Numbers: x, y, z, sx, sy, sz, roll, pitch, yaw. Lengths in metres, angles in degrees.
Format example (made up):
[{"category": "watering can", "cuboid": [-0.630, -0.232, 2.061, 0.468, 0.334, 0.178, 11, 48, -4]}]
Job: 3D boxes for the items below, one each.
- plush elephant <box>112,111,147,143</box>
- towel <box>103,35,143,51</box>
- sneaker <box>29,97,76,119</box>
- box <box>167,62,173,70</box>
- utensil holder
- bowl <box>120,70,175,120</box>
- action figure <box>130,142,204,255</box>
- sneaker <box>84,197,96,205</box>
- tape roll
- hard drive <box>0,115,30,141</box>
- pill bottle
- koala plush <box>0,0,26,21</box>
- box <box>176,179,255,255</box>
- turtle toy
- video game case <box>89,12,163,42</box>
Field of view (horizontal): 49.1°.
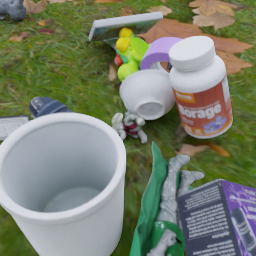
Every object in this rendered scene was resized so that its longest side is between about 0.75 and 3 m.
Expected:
[{"category": "plush elephant", "cuboid": [-0.059, -0.001, 6.769, 0.703, 0.748, 0.908, -28, 49, -17]}, {"category": "towel", "cuboid": [-0.298, -3.249, 10.213, 1.139, 0.234, 1.527, -25, 49, -25]}, {"category": "sneaker", "cuboid": [-1.968, 0.094, 6.384, 1.377, 0.724, 1.905, 37, 50, 6]}, {"category": "box", "cuboid": [1.673, -1.971, 8.514, 0.823, 0.609, 0.430, 30, 48, 23]}, {"category": "utensil holder", "cuboid": [-0.946, 1.134, 4.642, 1.836, 2.160, 1.836, 0, 47, 0]}, {"category": "bowl", "cuboid": [0.534, -0.670, 6.914, 1.490, 1.490, 0.670, -1, 55, -1]}, {"category": "action figure", "cuboid": [0.634, 1.920, 4.517, 0.819, 1.769, 2.995, -12, 47, 40]}, {"category": "sneaker", "cuboid": [-0.690, 1.641, 4.865, 0.492, 0.523, 1.277, 43, 42, 0]}, {"category": "tape roll", "cuboid": [1.225, -1.535, 7.436, 1.748, 1.748, 0.574, 20, 65, 18]}, {"category": "hard drive", "cuboid": [-2.804, 0.000, 6.821, 0.850, 0.594, 0.161, -4, 28, -6]}, {"category": "pill bottle", "cuboid": [1.547, -0.835, 6.035, 1.147, 2.045, 1.147, -16, 39, 13]}, {"category": "koala plush", "cuboid": [-4.800, -4.783, 11.098, 1.201, 1.065, 1.104, 1, 57, -5]}, {"category": "box", "cuboid": [1.153, 1.302, 3.009, 0.935, 0.659, 1.264, 18, 51, -36]}, {"category": "turtle toy", "cuboid": [0.161, -2.059, 8.449, 1.410, 0.978, 1.935, 26, 42, -14]}, {"category": "video game case", "cuboid": [-0.164, -3.240, 9.093, 2.094, 0.231, 1.906, -12, 7, -11]}]
